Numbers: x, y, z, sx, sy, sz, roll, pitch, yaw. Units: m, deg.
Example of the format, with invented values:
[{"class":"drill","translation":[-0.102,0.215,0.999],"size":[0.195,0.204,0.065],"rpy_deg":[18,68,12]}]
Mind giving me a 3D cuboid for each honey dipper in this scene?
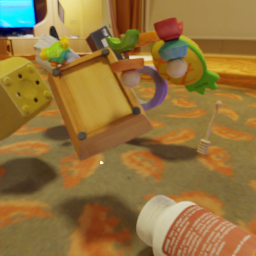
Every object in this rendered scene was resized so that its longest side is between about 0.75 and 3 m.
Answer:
[{"class":"honey dipper","translation":[1.904,-0.012,6.469],"size":[0.240,1.261,0.240],"rpy_deg":[16,11,-3]}]

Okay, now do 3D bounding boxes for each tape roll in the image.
[{"class":"tape roll","translation":[0.604,-1.540,10.760],"size":[1.724,1.724,0.733],"rpy_deg":[8,13,20]}]

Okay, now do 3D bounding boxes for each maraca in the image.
[{"class":"maraca","translation":[1.898,-2.081,9.510],"size":[1.420,2.654,1.820],"rpy_deg":[-57,17,-22]}]

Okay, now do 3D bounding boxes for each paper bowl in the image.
[{"class":"paper bowl","translation":[-2.908,-2.762,11.393],"size":[2.010,1.045,2.010],"rpy_deg":[30,-5,3]}]

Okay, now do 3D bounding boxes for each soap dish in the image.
[{"class":"soap dish","translation":[-0.666,-0.608,6.054],"size":[1.699,2.159,0.877],"rpy_deg":[-23,-19,-8]}]

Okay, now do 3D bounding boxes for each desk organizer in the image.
[{"class":"desk organizer","translation":[-0.883,-3.150,12.516],"size":[0.878,2.450,0.943],"rpy_deg":[-34,15,-17]}]

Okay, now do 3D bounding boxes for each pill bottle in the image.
[{"class":"pill bottle","translation":[1.355,2.221,5.157],"size":[1.363,1.363,2.430],"rpy_deg":[-18,28,-40]}]

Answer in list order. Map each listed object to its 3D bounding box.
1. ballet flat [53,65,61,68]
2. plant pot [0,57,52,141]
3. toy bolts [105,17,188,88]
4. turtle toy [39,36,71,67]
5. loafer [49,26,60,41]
[{"class":"ballet flat","translation":[-2.449,-1.974,10.320],"size":[0.492,1.473,0.494],"rpy_deg":[-25,32,-25]},{"class":"plant pot","translation":[-3.405,-0.889,7.999],"size":[2.036,1.977,1.990],"rpy_deg":[-11,27,39]},{"class":"toy bolts","translation":[0.473,-1.291,5.052],"size":[1.360,0.943,1.299],"rpy_deg":[-7,10,32]},{"class":"turtle toy","translation":[-1.528,-1.645,6.163],"size":[0.678,0.470,0.930],"rpy_deg":[-28,29,4]},{"class":"loafer","translation":[-2.885,-3.564,11.202],"size":[0.371,1.056,0.358],"rpy_deg":[23,51,22]}]
